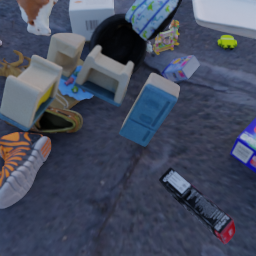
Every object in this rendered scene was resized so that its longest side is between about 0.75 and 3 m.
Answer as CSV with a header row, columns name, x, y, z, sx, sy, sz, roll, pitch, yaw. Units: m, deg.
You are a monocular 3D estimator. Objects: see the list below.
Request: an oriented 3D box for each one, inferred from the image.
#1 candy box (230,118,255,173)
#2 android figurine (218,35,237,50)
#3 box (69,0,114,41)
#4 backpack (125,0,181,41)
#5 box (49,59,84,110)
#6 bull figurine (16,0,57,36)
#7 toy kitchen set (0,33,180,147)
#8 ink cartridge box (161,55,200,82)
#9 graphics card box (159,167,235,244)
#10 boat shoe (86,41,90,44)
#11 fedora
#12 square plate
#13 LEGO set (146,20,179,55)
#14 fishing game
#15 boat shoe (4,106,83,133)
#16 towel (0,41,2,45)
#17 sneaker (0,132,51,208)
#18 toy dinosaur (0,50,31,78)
name,x,y,z,sx,sy,sz,roll,pitch,yaw
candy box,4.461,0.382,7.799,2.423,0.933,2.049,-38,62,-25
android figurine,3.849,-3.327,10.856,0.716,0.162,0.787,1,56,1
box,-1.370,-4.574,10.877,1.571,1.231,2.526,-4,48,-3
backpack,0.656,-3.082,7.614,1.330,1.411,1.730,35,41,-24
box,-2.327,-1.515,9.412,1.973,0.257,2.414,41,64,17
bull figurine,-2.077,-2.971,6.354,1.147,0.615,1.889,-33,74,-7
toy kitchen set,-0.664,-0.284,5.476,2.701,1.591,2.164,26,43,-4
ink cartridge box,1.230,-1.436,6.882,0.580,0.325,0.850,-49,25,-22
graphics card box,1.142,1.278,4.642,0.330,0.814,1.298,-46,53,-7
boat shoe,-1.257,-3.246,10.730,0.876,0.284,0.321,26,35,23
fedora,-0.468,-2.821,9.810,2.261,2.261,1.033,-30,27,-19
square plate,2.215,-2.429,5.775,2.032,0.289,2.013,10,47,-7
LEGO set,1.494,-3.607,10.643,1.018,0.824,2.213,38,63,23
fishing game,-1.586,-1.527,9.178,1.495,0.325,2.088,39,64,19
boat shoe,-2.569,-0.307,8.161,2.394,0.814,0.861,3,99,3
towel,-5.729,-3.380,10.866,1.316,0.212,1.257,-27,59,-18
sneaker,-3.140,1.022,7.513,1.272,0.881,2.271,13,46,14
toy dinosaur,-3.727,-1.904,9.701,2.388,0.721,1.268,17,84,4
